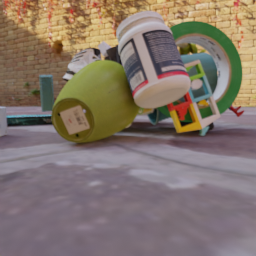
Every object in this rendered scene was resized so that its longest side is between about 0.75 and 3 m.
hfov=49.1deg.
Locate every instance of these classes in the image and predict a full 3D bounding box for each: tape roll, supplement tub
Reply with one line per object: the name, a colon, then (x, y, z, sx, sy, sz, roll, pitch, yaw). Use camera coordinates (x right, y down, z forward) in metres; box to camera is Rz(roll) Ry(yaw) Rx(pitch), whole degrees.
tape roll: (1.873, -1.589, 8.184, 2.847, 2.847, 0.684, -1, 1, -11)
supplement tub: (0.566, -1.597, 6.779, 1.390, 1.981, 1.390, -16, -14, -4)

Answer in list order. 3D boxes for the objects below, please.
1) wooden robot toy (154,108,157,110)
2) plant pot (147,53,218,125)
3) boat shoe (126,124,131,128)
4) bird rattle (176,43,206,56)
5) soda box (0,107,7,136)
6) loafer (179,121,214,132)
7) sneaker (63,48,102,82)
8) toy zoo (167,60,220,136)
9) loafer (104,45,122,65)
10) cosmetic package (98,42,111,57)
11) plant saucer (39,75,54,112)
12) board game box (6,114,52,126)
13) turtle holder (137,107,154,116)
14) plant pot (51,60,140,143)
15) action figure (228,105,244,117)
wooden robot toy: (0.451, -1.406, 10.125, 2.131, 0.967, 0.939, 30, 29, 28)
plant pot: (1.724, -1.494, 9.632, 2.302, 2.350, 2.350, -13, 7, -6)
boat shoe: (-0.425, -0.585, 9.795, 1.056, 0.883, 2.956, 37, 21, 16)
bird rattle: (1.679, -2.685, 10.556, 1.795, 1.240, 2.201, 3, -34, -40)
soda box: (-3.786, -0.092, 6.849, 0.762, 0.815, 2.393, 0, 6, -4)
loafer: (2.143, -0.228, 9.158, 0.616, 0.637, 1.814, -2, 6, -18)
sneaker: (-1.084, -2.118, 10.127, 2.655, 1.528, 1.002, 19, 0, 23)
toy zoo: (1.706, -0.728, 7.672, 1.315, 2.004, 0.205, -19, -1, -13)
loafer: (-0.537, -2.188, 9.780, 0.637, 0.652, 1.787, -7, 47, 7)
cosmetic package: (-0.649, -2.982, 11.533, 0.342, 0.558, 1.352, -38, -30, 19)
plant saucer: (-3.254, -1.361, 11.247, 0.522, 1.493, 0.142, -5, 19, -18)
board game box: (-4.155, -0.341, 11.678, 2.672, 0.376, 1.807, -3, 6, -31)
turtle holder: (0.320, -1.048, 8.832, 1.298, 1.388, 1.827, 24, -2, 3)
plant pot: (-0.891, -0.513, 6.813, 2.025, 2.025, 2.164, 1, 19, 15)
action figure: (3.347, -1.092, 9.860, 0.577, 0.456, 1.764, 27, 19, -45)
